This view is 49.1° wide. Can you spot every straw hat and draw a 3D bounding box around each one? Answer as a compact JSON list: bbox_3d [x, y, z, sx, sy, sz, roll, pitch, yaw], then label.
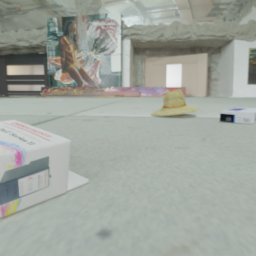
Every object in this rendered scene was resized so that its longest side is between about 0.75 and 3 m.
[{"bbox_3d":[2.322,-1.348,14.168,2.664,1.128,2.664,-9,8,1],"label":"straw hat"}]

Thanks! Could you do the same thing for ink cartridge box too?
[{"bbox_3d":[-1.689,0.445,3.518,1.362,0.783,2.326,16,15,33],"label":"ink cartridge box"},{"bbox_3d":[5.036,-0.570,12.165,1.291,0.509,2.596,6,12,38],"label":"ink cartridge box"}]
